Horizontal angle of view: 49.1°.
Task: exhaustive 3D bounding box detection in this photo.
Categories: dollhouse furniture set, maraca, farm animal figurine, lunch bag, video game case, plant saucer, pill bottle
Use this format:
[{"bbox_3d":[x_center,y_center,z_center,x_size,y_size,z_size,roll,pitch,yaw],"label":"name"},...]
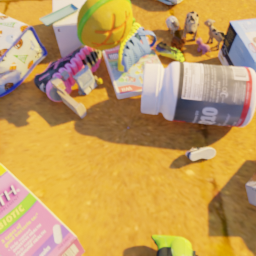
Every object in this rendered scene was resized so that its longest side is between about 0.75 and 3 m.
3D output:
[{"bbox_3d":[-1.348,-1.265,8.513,0.921,1.332,1.411,38,75,24],"label":"dollhouse furniture set"},{"bbox_3d":[-0.573,-2.937,8.064,1.756,2.561,1.370,-36,83,12],"label":"maraca"},{"bbox_3d":[2.506,-3.674,10.413,1.938,1.011,1.917,-6,55,-4],"label":"farm animal figurine"},{"bbox_3d":[-4.526,-2.347,9.132,2.327,1.695,2.737,28,73,19],"label":"lunch bag"},{"bbox_3d":[0.203,-2.186,9.844,1.851,0.226,2.589,-13,56,-9],"label":"video game case"},{"bbox_3d":[-2.282,-3.756,9.320,1.299,0.123,0.454,-37,62,-19],"label":"plant saucer"},{"bbox_3d":[1.923,-0.984,8.096,2.994,1.705,1.705,6,55,5],"label":"pill bottle"}]

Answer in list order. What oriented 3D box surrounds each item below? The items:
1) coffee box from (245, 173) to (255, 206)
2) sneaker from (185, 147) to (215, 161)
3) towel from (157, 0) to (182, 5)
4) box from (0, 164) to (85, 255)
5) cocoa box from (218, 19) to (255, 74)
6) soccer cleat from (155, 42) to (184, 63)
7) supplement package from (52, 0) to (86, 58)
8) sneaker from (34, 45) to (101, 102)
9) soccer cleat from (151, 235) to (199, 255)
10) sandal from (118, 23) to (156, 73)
[{"bbox_3d":[3.871,1.218,6.878,1.812,0.722,1.036,-39,32,-23],"label":"coffee box"},{"bbox_3d":[1.986,0.687,7.725,0.853,0.334,0.339,-4,14,-22],"label":"sneaker"},{"bbox_3d":[1.635,-6.660,12.765,2.875,0.692,2.461,34,58,22],"label":"towel"},{"bbox_3d":[-2.737,2.486,5.864,2.700,1.305,2.375,35,62,23],"label":"box"},{"bbox_3d":[4.180,-2.234,9.075,1.545,1.520,2.316,-8,55,-6],"label":"cocoa box"},{"bbox_3d":[1.496,-2.691,10.115,1.139,0.476,0.368,31,67,-3],"label":"soccer cleat"},{"bbox_3d":[-1.973,-3.977,10.386,1.392,1.397,2.381,-7,55,-5],"label":"supplement package"},{"bbox_3d":[-2.032,-2.079,9.389,1.305,1.081,2.737,23,56,29],"label":"sneaker"},{"bbox_3d":[0.596,3.533,5.486,1.141,0.951,2.816,3,52,26],"label":"soccer cleat"},{"bbox_3d":[0.306,-2.736,9.587,1.001,0.914,2.299,19,58,8],"label":"sandal"}]
